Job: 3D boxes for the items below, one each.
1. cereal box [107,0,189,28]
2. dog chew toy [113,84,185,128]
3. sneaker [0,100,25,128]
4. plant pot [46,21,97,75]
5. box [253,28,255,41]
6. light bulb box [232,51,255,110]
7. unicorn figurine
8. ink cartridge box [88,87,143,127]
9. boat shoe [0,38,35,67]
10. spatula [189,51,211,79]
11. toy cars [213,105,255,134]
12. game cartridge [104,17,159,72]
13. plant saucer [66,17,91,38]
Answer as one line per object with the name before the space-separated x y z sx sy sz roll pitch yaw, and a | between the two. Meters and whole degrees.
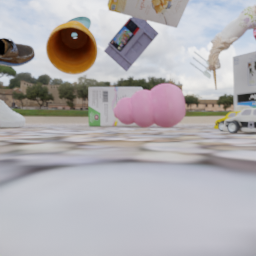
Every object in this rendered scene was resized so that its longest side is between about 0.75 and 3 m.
cereal box | 0.719 -4.025 8.220 2.334 1.679 0.461 6 43 -19
dog chew toy | 0.674 -0.646 9.248 2.313 1.440 1.440 -8 0 6
sneaker | -3.899 -0.539 8.506 0.960 1.116 2.636 -2 0 4
plant pot | -1.941 -2.989 9.873 1.691 1.691 1.548 0 38 -7
box | 4.133 -2.719 8.264 0.633 0.661 1.325 -29 12 33
light bulb box | 5.410 -1.374 10.484 2.650 2.673 1.668 -1 0 -34
unicorn figurine | 3.369 -2.943 9.072 1.079 2.922 2.007 34 32 7
ink cartridge box | -0.495 -0.832 11.388 2.153 1.559 0.904 0 1 0
boat shoe | -3.704 -2.305 8.496 1.972 0.713 0.714 -20 -9 -41
spatula | 3.186 -2.716 12.052 1.196 0.832 0.096 30 -19 -19
toy cars | 1.958 -0.156 4.492 0.947 0.468 2.112 0 1 10
game cartridge | 0.096 -3.105 10.128 1.173 1.810 0.347 39 6 -21
plant saucer | -2.071 -4.020 11.254 1.272 1.272 0.174 0 -33 17
